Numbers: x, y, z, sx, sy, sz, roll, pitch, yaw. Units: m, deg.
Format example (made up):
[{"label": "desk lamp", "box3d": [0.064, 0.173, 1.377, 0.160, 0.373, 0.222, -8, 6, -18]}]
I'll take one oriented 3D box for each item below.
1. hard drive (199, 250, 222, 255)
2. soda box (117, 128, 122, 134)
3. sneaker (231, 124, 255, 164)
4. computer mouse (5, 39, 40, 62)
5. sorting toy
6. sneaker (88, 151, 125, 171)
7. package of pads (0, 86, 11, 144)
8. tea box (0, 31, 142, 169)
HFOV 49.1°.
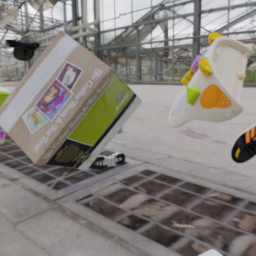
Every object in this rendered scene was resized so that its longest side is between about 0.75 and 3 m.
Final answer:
[{"label": "hard drive", "box3d": [1.141, 2.631, 4.426, 1.855, 0.244, 1.223, -8, 15, -31]}, {"label": "soda box", "box3d": [-0.983, 0.015, 15.305, 1.295, 0.416, 0.439, 5, 14, 23]}, {"label": "sneaker", "box3d": [2.595, 0.195, 5.525, 0.497, 1.422, 0.640, 45, 18, 7]}, {"label": "computer mouse", "box3d": [-2.261, -1.605, 5.983, 0.666, 0.253, 0.961, 1, -2, -22]}, {"label": "sorting toy", "box3d": [1.972, -1.065, 7.711, 1.396, 2.352, 2.613, 34, 49, -7]}, {"label": "sneaker", "box3d": [-0.933, 1.167, 10.184, 1.636, 0.544, 0.740, -6, 11, -40]}, {"label": "package of pads", "box3d": [-4.287, -0.474, 7.510, 2.115, 1.634, 0.721, 6, 17, -46]}, {"label": "tea box", "box3d": [-1.184, -0.431, 6.301, 1.528, 2.286, 2.249, 40, 2, 20]}]
